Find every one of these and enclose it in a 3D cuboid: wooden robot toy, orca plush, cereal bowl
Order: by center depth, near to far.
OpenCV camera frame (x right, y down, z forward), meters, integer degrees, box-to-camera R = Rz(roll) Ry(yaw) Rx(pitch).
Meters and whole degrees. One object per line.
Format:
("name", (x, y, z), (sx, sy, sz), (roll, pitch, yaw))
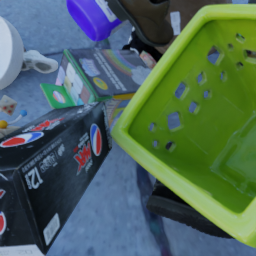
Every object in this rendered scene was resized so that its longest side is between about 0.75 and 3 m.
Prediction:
("wooden robot toy", (-2.222, 0.287, 4.693), (0.737, 0.759, 1.673), (5, 97, 13))
("cereal bowl", (-4.043, -2.187, 8.480), (2.275, 0.947, 2.275), (-1, 88, 22))
("orca plush", (0.505, -2.524, 8.923), (1.563, 1.056, 2.970), (9, 58, 6))

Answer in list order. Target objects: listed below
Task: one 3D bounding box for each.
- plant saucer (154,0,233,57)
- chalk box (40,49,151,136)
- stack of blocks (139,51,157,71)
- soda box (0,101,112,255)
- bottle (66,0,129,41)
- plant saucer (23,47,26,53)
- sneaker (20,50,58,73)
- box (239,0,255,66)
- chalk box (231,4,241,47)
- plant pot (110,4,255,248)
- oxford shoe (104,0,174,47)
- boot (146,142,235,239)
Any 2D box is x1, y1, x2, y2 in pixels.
("plant saucer", (1.574, -2.956, 7.348), (2.357, 0.347, 2.357), (0, 90, 9))
("chalk box", (-0.783, -0.790, 6.943), (2.687, 1.663, 1.672), (-12, 56, -35))
("stack of blocks", (0.370, -1.706, 8.466), (0.299, 1.023, 0.589), (10, 40, -47))
("soda box", (-1.040, 0.398, 3.798), (1.012, 0.906, 2.861), (-8, 15, 12))
("bottle", (0.055, -3.143, 6.141), (2.859, 0.933, 1.194), (-41, 94, -12))
("plant saucer", (-4.123, -2.523, 9.422), (1.284, 0.235, 1.284), (0, 58, -1))
("sneaker", (-2.928, -2.230, 9.051), (1.472, 0.574, 0.731), (9, 55, 5))
("box", (3.047, -1.762, 5.411), (1.391, 2.276, 1.207), (-42, 61, -14))
("chalk box", (3.748, -2.631, 8.837), (1.335, 1.342, 2.157), (13, 59, 8))
("plant pot", (1.978, 0.091, 4.544), (2.892, 2.637, 2.906), (-53, 39, -1))
("oxford shoe", (0.479, -2.169, 5.250), (0.926, 2.194, 0.797), (-18, 75, 27))
("boot", (1.727, 1.363, 6.538), (2.396, 0.902, 1.791), (18, 59, 11))
